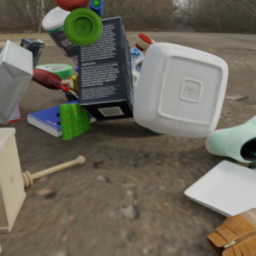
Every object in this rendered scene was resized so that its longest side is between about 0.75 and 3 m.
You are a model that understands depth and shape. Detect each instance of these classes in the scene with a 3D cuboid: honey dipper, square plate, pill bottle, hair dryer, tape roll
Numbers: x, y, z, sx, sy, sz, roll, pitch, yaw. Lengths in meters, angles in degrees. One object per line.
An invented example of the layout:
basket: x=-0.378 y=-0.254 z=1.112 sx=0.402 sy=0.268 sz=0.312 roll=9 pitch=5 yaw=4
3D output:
honey dipper: x=-1.874 y=1.035 z=6.730 sx=1.881 sy=0.357 sz=0.357 roll=-17 pitch=29 yaw=-37
square plate: x=2.428 y=1.419 z=5.910 sx=1.828 sy=0.260 sz=1.811 roll=21 pitch=32 yaw=40
pill bottle: x=-2.068 y=-3.217 z=10.089 sx=1.120 sy=1.981 sz=1.120 roll=-13 pitch=55 yaw=19
hair dryer: x=-2.544 y=-1.699 z=10.210 sx=2.362 sy=0.642 sz=1.799 roll=18 pitch=-6 yaw=-12
tape roll: x=-4.444 y=-3.206 z=16.245 sx=2.374 sy=0.571 sz=2.374 roll=1 pitch=23 yaw=0

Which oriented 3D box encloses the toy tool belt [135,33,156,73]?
toy tool belt: x=0.745 y=-1.660 z=8.103 sx=1.935 sy=1.189 sz=1.208 roll=40 pitch=26 yaw=2

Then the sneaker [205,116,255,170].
sneaker: x=3.596 y=0.305 z=7.348 sx=2.660 sy=0.979 sz=1.569 roll=-17 pitch=14 yaw=-14

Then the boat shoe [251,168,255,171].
boat shoe: x=3.199 y=1.028 z=6.800 sx=0.862 sy=0.295 sz=0.322 roll=-5 pitch=24 yaw=-11

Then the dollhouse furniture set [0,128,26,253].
dollhouse furniture set: x=-3.386 y=1.149 z=4.867 sx=2.476 sy=1.615 sz=2.337 roll=-2 pitch=23 yaw=-3

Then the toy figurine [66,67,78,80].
toy figurine: x=-2.784 y=-3.272 z=15.346 sx=1.236 sy=1.404 sz=2.344 roll=10 pitch=25 yaw=21

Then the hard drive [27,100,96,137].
hard drive: x=-2.081 y=-0.453 z=10.060 sx=1.603 sy=0.308 sz=2.429 roll=22 pitch=31 yaw=32

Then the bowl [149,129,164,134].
bowl: x=0.927 y=-0.549 z=9.102 sx=1.368 sy=0.716 sz=1.368 roll=28 pitch=31 yaw=-19

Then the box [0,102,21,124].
box: x=-5.209 y=-0.771 z=9.709 sx=2.569 sy=1.281 sz=1.226 roll=-15 pitch=28 yaw=-31

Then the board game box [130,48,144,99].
board game box: x=0.166 y=-1.864 z=10.677 sx=1.795 sy=1.794 sz=0.232 roll=-38 pitch=12 yaw=-8

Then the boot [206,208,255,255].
boot: x=2.016 y=1.981 z=4.364 sx=1.081 sy=0.534 sz=1.392 roll=-22 pitch=50 yaw=-19

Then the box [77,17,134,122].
box: x=-0.665 y=-1.788 z=9.116 sx=1.444 sy=2.697 sz=2.002 roll=-5 pitch=-14 yaw=8

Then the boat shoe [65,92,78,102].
boat shoe: x=-2.178 y=-1.338 z=12.085 sx=1.407 sy=0.532 sz=0.520 roll=29 pitch=30 yaw=34

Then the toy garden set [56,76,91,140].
toy garden set: x=-1.678 y=-0.667 z=8.243 sx=0.421 sy=1.758 sz=2.109 roll=-4 pitch=6 yaw=9

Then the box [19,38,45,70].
box: x=-2.879 y=-2.110 z=8.125 sx=0.293 sy=0.906 sz=1.149 roll=28 pitch=17 yaw=-3

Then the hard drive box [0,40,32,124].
hard drive box: x=-2.708 y=-1.066 z=6.264 sx=0.633 sy=1.284 sz=1.648 roll=26 pitch=18 yaw=-30

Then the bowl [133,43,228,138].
bowl: x=1.407 y=-0.898 z=6.954 sx=2.281 sy=2.277 sz=0.851 roll=11 pitch=3 yaw=-12

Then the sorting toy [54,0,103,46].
sorting toy: x=-1.279 y=-3.108 z=7.730 sx=1.210 sy=2.014 sz=0.827 roll=-17 pitch=-4 yaw=-6
